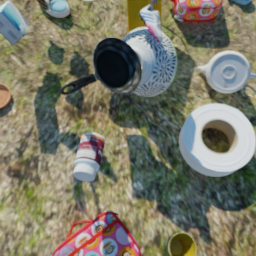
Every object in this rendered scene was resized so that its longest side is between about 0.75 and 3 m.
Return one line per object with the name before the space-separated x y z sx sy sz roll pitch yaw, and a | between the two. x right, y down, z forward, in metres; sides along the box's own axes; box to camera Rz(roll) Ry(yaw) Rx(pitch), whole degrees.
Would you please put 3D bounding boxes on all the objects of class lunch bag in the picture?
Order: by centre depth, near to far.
lunch bag | -0.937 3.515 7.982 2.241 0.918 1.974 -35 69 -13
lunch bag | 2.550 -5.387 11.195 2.077 0.966 2.359 -1 70 0

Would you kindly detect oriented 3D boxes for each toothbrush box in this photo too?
toothbrush box | -3.776 -3.390 8.986 0.538 0.923 1.261 -29 39 14

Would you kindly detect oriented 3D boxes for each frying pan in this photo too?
frying pan | -0.484 -1.132 6.558 1.419 0.382 2.346 43 59 -21

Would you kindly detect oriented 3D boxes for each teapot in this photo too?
teapot | 3.502 -1.956 9.888 1.533 1.135 1.554 -36 92 16

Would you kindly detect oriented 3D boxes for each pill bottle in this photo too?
pill bottle | -1.002 0.745 7.189 0.648 0.648 1.136 8 55 3

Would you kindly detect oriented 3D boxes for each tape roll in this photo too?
tape roll | 2.864 0.386 9.144 2.321 0.812 2.321 0 69 1

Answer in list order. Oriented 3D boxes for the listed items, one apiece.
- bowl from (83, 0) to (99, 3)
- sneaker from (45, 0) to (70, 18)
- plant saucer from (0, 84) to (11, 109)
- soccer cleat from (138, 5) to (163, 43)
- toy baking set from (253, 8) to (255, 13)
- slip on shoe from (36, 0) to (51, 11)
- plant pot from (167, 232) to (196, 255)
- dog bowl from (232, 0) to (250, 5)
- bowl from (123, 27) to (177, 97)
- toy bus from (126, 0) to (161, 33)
bowl | -1.172 -4.600 9.003 1.439 0.675 1.439 0 86 6
sneaker | -3.262 -5.473 11.205 0.920 1.020 2.489 -38 74 -12
plant saucer | -4.687 -1.101 10.028 1.013 0.190 1.013 0 69 -1
soccer cleat | 0.652 -2.656 7.048 0.466 0.377 1.079 -37 68 21
toy baking set | 4.165 -4.067 8.541 0.121 0.800 1.043 28 86 16
slip on shoe | -1.846 -2.867 6.281 0.253 0.318 0.836 -22 41 -21
plant pot | 1.463 3.466 8.082 0.823 0.584 0.823 5 67 -11
dog bowl | 4.569 -5.537 11.619 1.184 0.294 0.660 32 73 12
bowl | 0.264 -1.768 7.794 1.993 1.993 0.935 42 33 14
toy bus | 0.483 -3.444 8.242 0.786 2.416 0.946 14 32 30
